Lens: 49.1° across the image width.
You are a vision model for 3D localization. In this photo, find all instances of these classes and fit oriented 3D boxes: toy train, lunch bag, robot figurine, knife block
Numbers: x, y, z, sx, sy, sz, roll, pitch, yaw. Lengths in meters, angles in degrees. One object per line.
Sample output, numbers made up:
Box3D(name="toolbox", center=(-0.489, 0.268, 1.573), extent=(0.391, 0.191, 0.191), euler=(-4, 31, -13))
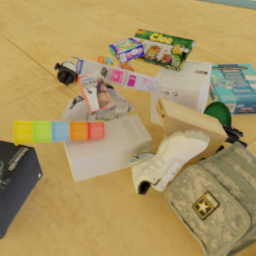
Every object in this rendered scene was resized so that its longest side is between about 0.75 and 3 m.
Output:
Box3D(name="toy train", center=(-0.640, -2.482, 11.807), extent=(2.342, 0.651, 1.759), euler=(3, 73, 35))
Box3D(name="lunch bag", center=(2.561, 1.917, 7.333), extent=(2.676, 1.573, 2.194), euler=(-24, 46, -17))
Box3D(name="robot figurine", center=(-2.777, -2.534, 12.810), extent=(0.853, 1.027, 1.366), euler=(-14, 40, 13))
Box3D(name="knife block", center=(2.353, 0.092, 8.518), extent=(2.506, 2.855, 0.913), euler=(-19, 39, 5))

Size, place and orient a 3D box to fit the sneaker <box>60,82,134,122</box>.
Box3D(name="sneaker", center=(-0.963, -0.543, 9.617), extent=(1.549, 1.012, 2.694), euler=(34, 46, 15))

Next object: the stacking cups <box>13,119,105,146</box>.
Box3D(name="stacking cups", center=(-1.962, 0.163, 8.186), extent=(2.529, 0.765, 0.765), euler=(2, 41, -13))

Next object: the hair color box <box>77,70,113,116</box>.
Box3D(name="hair color box", center=(-0.953, -1.016, 8.058), extent=(0.660, 0.380, 1.190), euler=(-18, 76, -19))

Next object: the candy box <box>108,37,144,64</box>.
Box3D(name="candy box", center=(-0.088, -2.913, 10.427), extent=(0.990, 0.451, 1.171), euler=(-23, 36, -11))

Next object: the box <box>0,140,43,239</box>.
Box3D(name="box", center=(-4.067, 1.527, 7.894), extent=(2.314, 1.359, 2.276), euler=(11, 43, 10))

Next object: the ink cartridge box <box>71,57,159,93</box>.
Box3D(name="ink cartridge box", center=(-0.556, -1.843, 9.647), extent=(2.851, 0.598, 1.701), euler=(26, 15, 38))

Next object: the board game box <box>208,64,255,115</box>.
Box3D(name="board game box", center=(4.600, -1.730, 12.034), extent=(2.206, 0.686, 2.922), euler=(-1, 42, -1))

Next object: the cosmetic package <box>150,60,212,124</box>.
Box3D(name="cosmetic package", center=(2.027, -1.322, 10.671), extent=(1.779, 1.780, 2.158), euler=(12, 43, 20))

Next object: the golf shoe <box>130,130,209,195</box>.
Box3D(name="golf shoe", center=(1.121, 1.052, 7.645), extent=(1.082, 2.765, 1.344), euler=(21, 53, -28))

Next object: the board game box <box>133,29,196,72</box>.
Box3D(name="board game box", center=(1.138, -3.050, 10.806), extent=(2.562, 0.301, 1.342), euler=(23, 72, 31))

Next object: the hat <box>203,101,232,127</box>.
Box3D(name="hat", center=(2.522, -0.141, 9.453), extent=(1.407, 1.324, 1.598), euler=(1, 80, -31))

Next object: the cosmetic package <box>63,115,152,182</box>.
Box3D(name="cosmetic package", center=(-0.682, 0.603, 9.100), extent=(2.617, 1.110, 1.408), euler=(-14, 44, -14))
